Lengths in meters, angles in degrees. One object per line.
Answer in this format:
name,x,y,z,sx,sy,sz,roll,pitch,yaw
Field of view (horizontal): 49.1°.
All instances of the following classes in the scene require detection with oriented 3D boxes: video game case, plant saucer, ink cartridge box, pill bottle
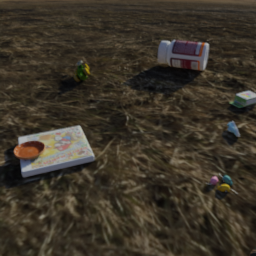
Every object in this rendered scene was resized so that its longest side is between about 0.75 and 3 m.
video game case,-2.646,0.746,10.072,2.380,0.272,2.166,-11,33,-18
plant saucer,-3.370,0.777,9.621,1.032,0.167,1.032,0,30,0
ink cartridge box,5.585,-1.377,13.454,1.295,0.384,0.672,-15,35,-24
pill bottle,3.423,-4.575,17.494,2.880,1.644,1.644,13,34,19

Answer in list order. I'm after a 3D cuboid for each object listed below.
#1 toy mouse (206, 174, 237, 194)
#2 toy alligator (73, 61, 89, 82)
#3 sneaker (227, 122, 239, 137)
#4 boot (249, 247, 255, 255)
toy mouse,2.894,1.635,8.702,0.931,0.180,0.827,7,32,11
toy alligator,-2.648,-3.285,16.348,0.862,0.625,2.601,-31,30,11
sneaker,4.185,0.102,11.192,0.351,0.317,0.856,-24,32,17
boot,3.048,3.361,5.427,1.307,0.732,1.890,-30,41,-32
